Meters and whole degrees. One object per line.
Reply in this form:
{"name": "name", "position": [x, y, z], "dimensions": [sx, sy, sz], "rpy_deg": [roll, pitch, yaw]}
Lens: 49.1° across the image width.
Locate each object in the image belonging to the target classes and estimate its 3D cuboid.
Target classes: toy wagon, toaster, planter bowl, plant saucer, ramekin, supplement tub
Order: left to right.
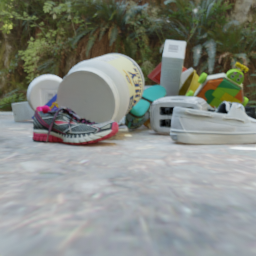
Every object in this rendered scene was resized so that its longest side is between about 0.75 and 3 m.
{"name": "ramekin", "position": [-3.892, -1.519, 13.877], "dimensions": [2.169, 2.169, 1.057], "rpy_deg": [-1, 11, -17]}
{"name": "supplement tub", "position": [-0.717, -1.098, 8.291], "dimensions": [1.938, 1.938, 2.673], "rpy_deg": [1, 20, 17]}
{"name": "plant saucer", "position": [1.979, -2.590, 13.806], "dimensions": [1.497, 0.275, 1.494], "rpy_deg": [24, -46, -29]}
{"name": "toaster", "position": [1.589, -0.360, 8.502], "dimensions": [2.028, 1.152, 1.310], "rpy_deg": [4, 9, 20]}
{"name": "planter bowl", "position": [2.576, -0.983, 11.713], "dimensions": [1.089, 2.614, 2.614], "rpy_deg": [28, 5, 0]}
{"name": "toy wagon", "position": [3.167, -1.164, 9.619], "dimensions": [1.814, 2.338, 0.463], "rpy_deg": [29, 38, -4]}

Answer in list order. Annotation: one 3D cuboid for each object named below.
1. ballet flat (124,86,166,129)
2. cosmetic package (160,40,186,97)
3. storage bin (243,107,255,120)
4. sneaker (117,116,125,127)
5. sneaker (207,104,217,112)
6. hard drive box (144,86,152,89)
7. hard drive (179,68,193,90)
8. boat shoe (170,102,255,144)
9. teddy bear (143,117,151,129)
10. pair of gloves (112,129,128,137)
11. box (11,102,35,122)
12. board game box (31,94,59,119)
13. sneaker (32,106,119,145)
{"name": "ballet flat", "position": [0.615, -0.775, 10.538], "dimensions": [0.988, 0.988, 2.662], "rpy_deg": [3, 28, 34]}
{"name": "cosmetic package", "position": [1.840, -2.320, 11.812], "dimensions": [0.844, 1.202, 2.370], "rpy_deg": [8, -39, 8]}
{"name": "storage bin", "position": [4.638, -0.514, 12.332], "dimensions": [1.222, 0.848, 1.808], "rpy_deg": [0, 5, -3]}
{"name": "sneaker", "position": [-0.832, -0.464, 10.415], "dimensions": [2.313, 0.937, 0.869], "rpy_deg": [-1, -5, -23]}
{"name": "sneaker", "position": [3.059, -0.331, 9.480], "dimensions": [1.666, 0.660, 0.616], "rpy_deg": [21, -19, -35]}
{"name": "hard drive box", "position": [0.433, -1.134, 13.806], "dimensions": [2.356, 1.836, 0.905], "rpy_deg": [0, 5, 7]}
{"name": "hard drive", "position": [2.738, -2.251, 13.382], "dimensions": [1.206, 0.796, 0.158], "rpy_deg": [-24, 8, 47]}
{"name": "boat shoe", "position": [2.316, -0.145, 6.641], "dimensions": [2.774, 0.950, 0.999], "rpy_deg": [-1, 4, -8]}
{"name": "teddy bear", "position": [1.160, -0.220, 10.538], "dimensions": [1.254, 0.419, 0.909], "rpy_deg": [-4, -14, -8]}
{"name": "pair of gloves", "position": [-0.622, 0.170, 7.431], "dimensions": [1.042, 0.215, 1.225], "rpy_deg": [-7, 1, -18]}
{"name": "box", "position": [-5.035, -0.973, 15.340], "dimensions": [2.066, 1.007, 1.285], "rpy_deg": [-8, 3, 9]}
{"name": "board game box", "position": [-2.838, -0.852, 11.758], "dimensions": [1.740, 0.579, 2.587], "rpy_deg": [-42, 4, 2]}
{"name": "sneaker", "position": [-1.310, -0.075, 6.446], "dimensions": [2.284, 0.853, 0.921], "rpy_deg": [2, 5, 23]}
